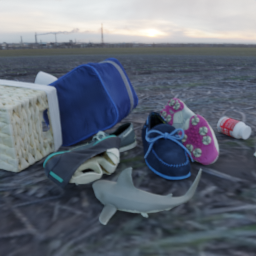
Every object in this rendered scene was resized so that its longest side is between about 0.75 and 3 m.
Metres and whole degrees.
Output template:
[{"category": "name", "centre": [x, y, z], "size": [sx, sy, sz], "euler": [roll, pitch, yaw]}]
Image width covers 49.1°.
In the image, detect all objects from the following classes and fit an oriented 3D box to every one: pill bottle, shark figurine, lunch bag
[{"category": "pill bottle", "centre": [3.574, 0.024, 9.457], "size": [0.569, 0.569, 1.014], "euler": [-11, 22, -29]}, {"category": "shark figurine", "centre": [0.268, 1.173, 5.361], "size": [2.270, 0.947, 1.356], "euler": [1, 13, 10]}, {"category": "lunch bag", "centre": [-1.280, -0.799, 8.890], "size": [2.919, 1.983, 1.931], "euler": [-21, 8, 30]}]

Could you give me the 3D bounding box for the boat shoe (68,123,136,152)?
[{"category": "boat shoe", "centre": [-0.751, 0.392, 8.051], "size": [2.416, 0.746, 0.880], "euler": [-15, 24, -38]}]

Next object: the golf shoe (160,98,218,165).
[{"category": "golf shoe", "centre": [2.018, 0.131, 8.403], "size": [1.292, 1.064, 2.824], "euler": [30, 21, -32]}]

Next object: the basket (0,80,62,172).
[{"category": "basket", "centre": [-3.583, -0.153, 7.742], "size": [2.894, 1.962, 1.785], "euler": [8, 24, 19]}]

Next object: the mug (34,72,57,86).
[{"category": "mug", "centre": [-4.200, -2.123, 14.672], "size": [1.150, 1.312, 0.968], "euler": [19, 20, -3]}]

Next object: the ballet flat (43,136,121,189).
[{"category": "ballet flat", "centre": [-0.795, 0.823, 6.579], "size": [0.907, 0.907, 2.483], "euler": [13, 16, 33]}]

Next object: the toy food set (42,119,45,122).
[{"category": "toy food set", "centre": [-2.779, -0.955, 12.358], "size": [1.976, 0.575, 2.863], "euler": [16, 24, 39]}]

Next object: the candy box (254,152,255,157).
[{"category": "candy box", "centre": [3.650, 0.900, 6.713], "size": [0.756, 0.338, 1.109], "euler": [28, 14, -13]}]

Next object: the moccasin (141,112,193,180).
[{"category": "moccasin", "centre": [0.852, 0.345, 7.715], "size": [1.188, 1.007, 2.952], "euler": [-4, 22, -14]}]
